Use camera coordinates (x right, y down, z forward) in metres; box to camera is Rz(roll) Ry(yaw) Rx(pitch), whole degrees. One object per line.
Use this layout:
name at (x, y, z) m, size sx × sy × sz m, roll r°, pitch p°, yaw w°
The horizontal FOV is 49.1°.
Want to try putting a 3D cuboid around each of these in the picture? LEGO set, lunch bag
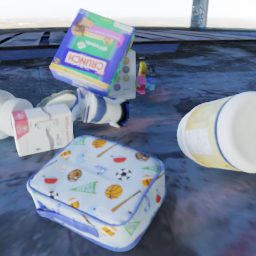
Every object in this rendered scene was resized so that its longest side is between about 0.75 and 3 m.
LEGO set at (0.512, -2.318, 12.285) m, size 0.911 × 0.980 × 2.389 m, roll -8°, pitch 26°, yaw -20°
lunch bag at (-0.566, 1.038, 4.877) m, size 2.210 × 0.835 × 1.771 m, roll 13°, pitch 42°, yaw 29°

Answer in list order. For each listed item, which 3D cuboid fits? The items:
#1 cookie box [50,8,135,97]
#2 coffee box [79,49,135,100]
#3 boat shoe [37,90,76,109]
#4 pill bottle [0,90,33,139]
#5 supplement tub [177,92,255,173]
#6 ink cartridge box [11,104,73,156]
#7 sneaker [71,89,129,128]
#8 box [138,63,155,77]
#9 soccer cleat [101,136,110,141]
cookie box at (-1.105, -2.411, 9.052) m, size 1.973 × 2.306 × 0.867 m, roll 21°, pitch -13°, yaw 3°
coffee box at (-0.897, -2.192, 10.941) m, size 1.854 × 1.837 × 1.857 m, roll -8°, pitch 25°, yaw -18°
boat shoe at (-2.145, -0.692, 8.089) m, size 0.631 × 0.528 × 1.765 m, roll 19°, pitch -36°, yaw -42°
pill bottle at (-3.832, -0.402, 7.589) m, size 2.370 × 1.331 × 1.331 m, roll 7°, pitch 25°, yaw 17°
supplement tub at (1.978, 0.118, 5.690) m, size 1.435 × 1.435 × 1.988 m, roll -7°, pitch -1°, yaw -16°
ink cartridge box at (-2.111, 0.029, 6.998) m, size 1.370 × 1.003 × 0.567 m, roll -12°, pitch 32°, yaw -24°
sneaker at (-0.785, -0.500, 8.426) m, size 1.447 × 1.012 × 2.506 m, roll 12°, pitch 5°, yaw -26°
box at (0.930, -2.907, 14.080) m, size 0.786 × 0.584 × 0.421 m, roll -19°, pitch 31°, yaw -35°
soccer cleat at (-0.337, 0.782, 6.167) m, size 0.643 × 0.497 × 1.538 m, roll -46°, pitch 47°, yaw -3°
